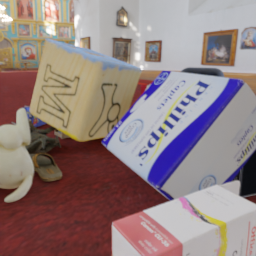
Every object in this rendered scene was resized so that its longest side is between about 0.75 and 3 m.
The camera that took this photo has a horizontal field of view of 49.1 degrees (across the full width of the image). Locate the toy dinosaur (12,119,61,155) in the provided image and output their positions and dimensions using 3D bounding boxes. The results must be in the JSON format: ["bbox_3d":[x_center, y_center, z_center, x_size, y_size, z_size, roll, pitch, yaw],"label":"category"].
[{"bbox_3d":[-3.032,0.504,9.349,1.419,1.068,2.775,-16,25,-14],"label":"toy dinosaur"}]

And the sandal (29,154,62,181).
[{"bbox_3d":[-2.437,1.006,7.989,0.728,0.489,1.812,-12,20,-37],"label":"sandal"}]

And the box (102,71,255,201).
[{"bbox_3d":[1.185,0.155,6.588,2.673,1.525,2.907,-50,29,-7],"label":"box"}]

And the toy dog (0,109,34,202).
[{"bbox_3d":[-3.718,0.824,6.768,2.507,2.430,1.749,-6,-25,-29],"label":"toy dog"}]

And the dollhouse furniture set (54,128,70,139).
[{"bbox_3d":[-2.403,-0.053,11.368,0.989,0.693,0.697,-12,20,-36],"label":"dollhouse furniture set"}]

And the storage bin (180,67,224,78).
[{"bbox_3d":[2.821,-0.938,11.386,1.996,2.743,1.842,6,5,20],"label":"storage bin"}]

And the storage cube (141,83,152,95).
[{"bbox_3d":[1.736,-1.031,12.685,2.081,1.871,1.779,8,18,30],"label":"storage cube"}]

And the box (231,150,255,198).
[{"bbox_3d":[3.196,0.711,7.605,2.115,1.311,2.079,-6,15,-19],"label":"box"}]

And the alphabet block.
[{"bbox_3d":[-1.494,-1.328,10.003,2.627,2.676,2.613,27,17,28],"label":"alphabet block"}]

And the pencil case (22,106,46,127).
[{"bbox_3d":[-4.072,-0.646,12.899,0.916,1.020,2.348,2,15,20],"label":"pencil case"}]

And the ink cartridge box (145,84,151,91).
[{"bbox_3d":[2.026,-0.347,9.729,2.933,2.130,1.223,4,19,12],"label":"ink cartridge box"}]

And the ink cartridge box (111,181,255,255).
[{"bbox_3d":[0.999,1.707,3.845,2.396,1.396,0.809,-10,19,-31],"label":"ink cartridge box"}]
